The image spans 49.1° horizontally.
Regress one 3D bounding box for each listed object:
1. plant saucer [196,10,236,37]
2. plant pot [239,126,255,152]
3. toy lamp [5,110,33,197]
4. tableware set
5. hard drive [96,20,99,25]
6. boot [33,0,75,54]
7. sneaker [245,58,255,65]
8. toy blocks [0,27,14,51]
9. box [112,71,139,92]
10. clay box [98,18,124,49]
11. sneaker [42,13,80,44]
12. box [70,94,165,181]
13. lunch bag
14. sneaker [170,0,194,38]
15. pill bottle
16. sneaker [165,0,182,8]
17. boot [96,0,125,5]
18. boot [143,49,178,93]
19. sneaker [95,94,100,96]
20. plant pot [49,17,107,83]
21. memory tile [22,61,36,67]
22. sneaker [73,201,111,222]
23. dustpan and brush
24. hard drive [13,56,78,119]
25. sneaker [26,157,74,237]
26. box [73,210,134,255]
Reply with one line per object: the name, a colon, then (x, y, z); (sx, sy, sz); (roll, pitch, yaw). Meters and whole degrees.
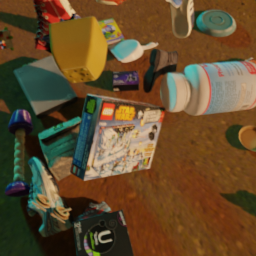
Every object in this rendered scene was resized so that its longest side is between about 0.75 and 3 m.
plant saucer: (4.152, -4.978, 13.140); (1.831, 0.251, 1.831); (0, 60, 0)
plant pot: (4.444, 0.397, 9.954); (1.049, 0.144, 1.049); (0, 58, 0)
toy lamp: (-3.613, 0.745, 9.367); (0.869, 0.869, 2.984); (-7, 62, -4)
tableware set: (-1.560, 1.614, 5.825); (0.808, 0.534, 0.162); (35, 93, -6)
hard drive: (-1.048, -2.778, 8.404); (0.534, 0.764, 0.145); (-29, 46, -8)
boot: (-2.779, -3.606, 8.958); (0.922, 2.545, 1.836); (18, 71, 37)
sneaker: (5.063, -2.607, 11.660); (0.834, 0.323, 0.467); (-30, 62, -17)
toy blocks: (-4.314, -3.035, 9.657); (0.396, 0.792, 0.541); (11, 28, 30)
box: (-0.105, -1.866, 11.170); (1.044, 0.411, 0.736); (-3, 56, -2)
clay box: (-0.913, -4.345, 12.661); (0.954, 0.395, 1.660); (-19, 61, -11)
sneaker: (-1.987, -2.996, 8.404); (1.361, 0.534, 0.513); (-34, 44, -9)
box: (-0.130, 0.214, 6.756); (0.512, 2.567, 1.757); (21, 101, 35)
lunch bag: (-2.060, 0.519, 9.342); (1.530, 1.097, 1.866); (-25, 55, -10)
sneaker: (2.006, -4.590, 10.255); (0.896, 2.390, 1.010); (10, 33, 19)
pill bottle: (2.229, -1.064, 7.635); (2.509, 1.365, 1.365); (-7, 59, -16)
sneaker: (1.201, -3.454, 7.331); (0.883, 0.394, 0.347); (-5, 59, -54)
boot: (-0.074, -5.014, 9.920); (2.374, 1.273, 0.891); (-1, 49, -2)
boot: (0.927, -1.513, 7.697); (0.825, 1.253, 0.437); (1, 30, -30)
sneaker: (-1.224, -0.536, 10.205); (0.589, 0.669, 1.582); (-2, 59, 0)
plant pot: (-1.284, -1.896, 7.284); (1.232, 1.224, 1.260); (-4, 71, 11)
memory tile: (-3.970, -2.411, 11.684); (0.706, 0.077, 0.921); (-25, 62, -14)
sneaker: (-1.130, 2.572, 8.465); (1.160, 0.460, 0.554); (-13, 51, -27)
dustpan and brush: (0.330, -3.400, 12.052); (2.073, 0.593, 1.447); (-27, 48, -6)
hard drive: (-3.237, -1.635, 10.979); (1.688, 0.398, 2.419); (-27, 65, -16)
sneaker: (-2.657, 2.042, 8.484); (1.111, 0.999, 2.573); (-28, 63, -12)
box: (-0.582, 3.437, 7.500); (1.436, 1.202, 1.934); (-12, 59, -7)
